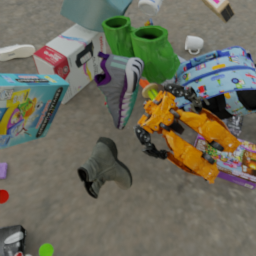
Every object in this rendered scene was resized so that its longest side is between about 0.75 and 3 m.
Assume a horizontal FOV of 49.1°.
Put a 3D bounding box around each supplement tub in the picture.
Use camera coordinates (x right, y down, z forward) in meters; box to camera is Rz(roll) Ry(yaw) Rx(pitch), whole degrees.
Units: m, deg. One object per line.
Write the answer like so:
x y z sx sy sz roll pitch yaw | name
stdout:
0.915 -4.790 10.221 0.780 0.780 1.182 20 78 14 | supplement tub

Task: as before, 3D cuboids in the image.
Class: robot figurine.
1.300 0.132 6.432 2.468 0.718 1.789 36 91 -13 | robot figurine

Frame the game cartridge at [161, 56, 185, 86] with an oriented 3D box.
2.170 -2.080 11.253 1.877 0.585 2.819 31 34 3 | game cartridge

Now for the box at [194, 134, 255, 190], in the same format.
3.438 1.018 9.861 2.291 0.448 1.567 18 56 13 | box

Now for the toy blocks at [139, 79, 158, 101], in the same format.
1.229 -1.915 11.841 1.753 0.764 2.103 -21 56 -16 | toy blocks

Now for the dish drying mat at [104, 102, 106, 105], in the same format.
-0.485 -1.070 9.049 0.088 0.965 0.371 40 55 -9 | dish drying mat

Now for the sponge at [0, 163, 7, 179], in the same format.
-4.749 1.538 9.674 1.019 0.152 0.568 -7 54 -5 | sponge

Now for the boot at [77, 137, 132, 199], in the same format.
-0.631 1.319 7.330 0.679 2.007 1.311 4 45 32 | boot

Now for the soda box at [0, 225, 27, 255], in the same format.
-3.300 3.796 7.697 0.724 0.648 2.046 -6 54 -4 | soda box

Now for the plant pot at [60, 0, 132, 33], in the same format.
-0.998 -4.682 10.269 1.959 1.918 1.923 36 55 -8 | plant pot

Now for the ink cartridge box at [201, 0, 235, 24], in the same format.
2.642 -3.778 8.467 0.412 0.903 1.096 -44 68 22 | ink cartridge box

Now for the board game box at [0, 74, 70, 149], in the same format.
-2.788 -0.436 7.229 0.587 1.890 2.503 36 21 14 | board game box

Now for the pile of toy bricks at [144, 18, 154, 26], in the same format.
0.709 -3.555 11.145 0.808 0.908 1.636 -15 65 13 | pile of toy bricks

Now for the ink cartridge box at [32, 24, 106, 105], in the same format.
-2.252 -2.764 11.617 1.206 2.122 2.912 31 59 21 | ink cartridge box

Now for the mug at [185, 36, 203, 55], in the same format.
3.184 -3.948 13.489 0.757 0.637 0.863 5 84 1 | mug

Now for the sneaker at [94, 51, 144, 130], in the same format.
-0.358 -1.013 7.798 1.189 2.717 1.011 21 54 4 | sneaker

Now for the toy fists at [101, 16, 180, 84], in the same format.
0.338 -2.216 7.951 0.982 1.456 2.856 -34 43 -19 | toy fists

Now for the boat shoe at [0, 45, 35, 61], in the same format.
-5.321 -3.648 13.274 1.769 0.637 0.606 -18 56 -1 | boat shoe

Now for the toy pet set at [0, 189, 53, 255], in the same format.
-3.629 3.596 7.542 2.783 1.583 2.980 -37 94 -24 | toy pet set

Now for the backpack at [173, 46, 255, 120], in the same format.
2.505 -1.184 8.180 2.720 2.980 2.005 -15 80 28 | backpack

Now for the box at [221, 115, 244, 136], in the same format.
3.747 -0.391 10.965 1.420 0.353 1.119 17 55 12 | box
